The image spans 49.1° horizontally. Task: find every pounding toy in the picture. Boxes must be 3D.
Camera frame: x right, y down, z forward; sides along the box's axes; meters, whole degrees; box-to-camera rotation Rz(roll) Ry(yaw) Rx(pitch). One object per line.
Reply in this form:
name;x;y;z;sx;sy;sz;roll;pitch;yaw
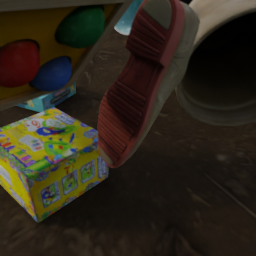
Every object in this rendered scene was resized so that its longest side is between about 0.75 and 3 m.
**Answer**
pounding toy;-1.554;-0.638;2.781;1.225;2.678;2.352;54;44;4

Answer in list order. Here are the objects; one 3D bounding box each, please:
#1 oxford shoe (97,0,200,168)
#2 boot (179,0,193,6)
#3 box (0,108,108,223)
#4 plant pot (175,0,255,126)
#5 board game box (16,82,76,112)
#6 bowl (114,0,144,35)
oxford shoe;0.308;-0.471;3.870;0.917;2.453;0.864;-4;38;-45
boot;1.484;-3.270;6.960;2.636;0.992;1.971;13;21;-15
box;-1.690;0.611;5.865;1.853;1.130;1.785;27;40;37
plant pot;1.833;-1.533;5.164;2.318;2.318;2.011;-3;47;-4
board game box;-3.197;-1.298;9.494;2.248;0.527;1.697;15;35;23
bowl;0.530;-3.860;8.170;1.228;2.348;2.348;-7;30;-39
